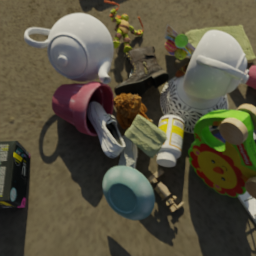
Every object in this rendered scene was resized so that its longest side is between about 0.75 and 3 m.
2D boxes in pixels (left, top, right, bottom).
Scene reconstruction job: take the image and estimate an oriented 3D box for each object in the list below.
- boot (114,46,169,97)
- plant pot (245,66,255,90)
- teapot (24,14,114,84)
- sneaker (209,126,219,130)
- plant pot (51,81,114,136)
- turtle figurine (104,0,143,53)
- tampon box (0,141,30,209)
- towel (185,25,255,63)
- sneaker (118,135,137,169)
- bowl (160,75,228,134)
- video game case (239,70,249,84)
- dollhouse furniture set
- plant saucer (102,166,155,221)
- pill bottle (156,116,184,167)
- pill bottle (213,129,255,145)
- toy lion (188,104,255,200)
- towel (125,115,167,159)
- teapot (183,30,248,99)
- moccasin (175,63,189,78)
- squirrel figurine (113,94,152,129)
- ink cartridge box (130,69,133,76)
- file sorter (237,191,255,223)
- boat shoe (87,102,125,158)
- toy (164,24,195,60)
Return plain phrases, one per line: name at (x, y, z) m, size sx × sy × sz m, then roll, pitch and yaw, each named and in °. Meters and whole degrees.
boot at (0.289, -2.204, 10.688) m, size 2.277 × 0.788 × 1.982 m, roll -20°, pitch 55°, yaw -9°
plant pot at (5.052, -1.844, 10.483) m, size 1.036 × 1.157 × 1.157 m, roll 24°, pitch 67°, yaw 33°
teapot at (-1.860, -2.598, 9.573) m, size 2.537 × 2.504 × 1.853 m, roll -11°, pitch 26°, yaw 30°
sneaker at (2.966, -0.128, 9.113) m, size 0.484 × 1.116 × 0.418 m, roll 15°, pitch 94°, yaw 6°
plant pot at (-1.637, -0.791, 9.746) m, size 1.650 × 1.843 × 1.843 m, roll 16°, pitch 67°, yaw 24°
turtle figurine at (-0.287, -3.998, 11.319) m, size 2.144 × 0.690 × 1.729 m, roll 23°, pitch 65°, yaw -39°
tampon box at (-3.952, 1.515, 8.838) m, size 1.174 × 1.394 × 1.860 m, roll -3°, pitch 67°, yaw -1°
towel at (3.738, -3.282, 11.428) m, size 2.583 × 0.471 × 1.916 m, roll -8°, pitch 68°, yaw -4°
sneaker at (0.077, 1.030, 9.417) m, size 0.611 × 0.644 × 1.599 m, roll -9°, pitch 61°, yaw 26°
bowl at (2.513, -1.194, 10.128) m, size 2.608 × 1.224 × 2.608 m, roll 0°, pitch 67°, yaw -1°
video game case at (4.088, -1.993, 10.697) m, size 0.610 × 0.077 × 0.852 m, roll -55°, pitch 36°, yaw -5°
dollhouse furniture set at (1.253, 1.985, 9.022) m, size 0.577 × 0.676 × 1.303 m, roll -34°, pitch 73°, yaw -16°
plant saucer at (-0.089, 1.945, 7.989) m, size 1.732 × 1.732 × 0.333 m, roll 36°, pitch 30°, yaw 14°
pill bottle at (1.377, 0.452, 9.393) m, size 0.882 × 0.882 × 1.614 m, roll 11°, pitch 61°, yaw 5°
pill bottle at (3.708, 0.466, 9.386) m, size 2.137 × 1.195 × 1.195 m, roll -25°, pitch 69°, yaw -13°
toy lion at (2.787, 0.840, 8.180) m, size 0.998 × 2.786 × 2.907 m, roll -37°, pitch 108°, yaw -26°
towel at (0.527, 0.247, 8.443) m, size 1.208 × 0.220 × 0.897 m, roll 40°, pitch 108°, yaw 20°
teapot at (2.813, -1.756, 8.517) m, size 1.658 × 2.240 × 2.270 m, roll 27°, pitch 60°, yaw 17°
moccasin at (2.017, -2.051, 9.862) m, size 0.827 × 0.319 × 0.303 m, roll -27°, pitch 91°, yaw 20°
squirrel figurine at (0.164, -0.374, 9.258) m, size 1.127 × 1.592 × 1.486 m, roll -32°, pitch 38°, yaw 2°
ink cartridge box at (0.307, -2.177, 11.061) m, size 0.390 × 0.223 × 0.750 m, roll 14°, pitch 67°, yaw 1°
file sorter at (4.371, 1.856, 8.724) m, size 1.516 × 1.360 × 2.184 m, roll -27°, pitch 69°, yaw -11°
boat shoe at (-0.689, -0.089, 9.498) m, size 0.729 × 0.820 × 2.230 m, roll -42°, pitch 64°, yaw 31°
toy at (1.773, -2.949, 10.311) m, size 1.384 × 2.404 × 0.568 m, roll 40°, pitch 97°, yaw -2°
